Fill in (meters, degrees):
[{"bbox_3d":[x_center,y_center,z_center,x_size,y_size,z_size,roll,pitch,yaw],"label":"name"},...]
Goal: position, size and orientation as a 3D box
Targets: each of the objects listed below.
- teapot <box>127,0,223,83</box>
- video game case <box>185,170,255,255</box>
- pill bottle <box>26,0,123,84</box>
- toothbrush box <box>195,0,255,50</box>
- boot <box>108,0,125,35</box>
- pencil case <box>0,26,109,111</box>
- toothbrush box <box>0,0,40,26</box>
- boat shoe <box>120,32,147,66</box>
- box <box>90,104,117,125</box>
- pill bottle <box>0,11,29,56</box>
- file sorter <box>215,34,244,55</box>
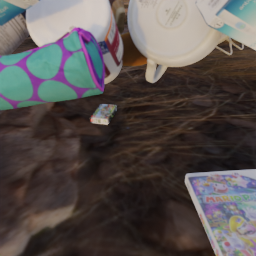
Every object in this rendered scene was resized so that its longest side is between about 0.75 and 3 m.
[{"bbox_3d":[1.184,-2.443,6.439,2.328,2.297,1.700,-14,4,24],"label":"teapot"},{"bbox_3d":[2.370,1.703,4.657,2.109,0.265,2.946,-3,29,-5],"label":"video game case"},{"bbox_3d":[-0.876,-1.769,5.771,1.444,1.444,2.529,3,-5,6],"label":"pill bottle"},{"bbox_3d":[2.079,-2.065,4.687,1.493,1.093,0.637,9,53,-35],"label":"toothbrush box"},{"bbox_3d":[-0.495,-3.659,8.874,0.502,1.388,1.155,-14,72,-22],"label":"boot"},{"bbox_3d":[-1.414,-0.852,4.292,2.173,1.004,0.925,-9,21,17],"label":"pencil case"},{"bbox_3d":[-1.854,-1.814,3.323,0.929,0.541,1.270,-11,-9,34],"label":"toothbrush box"},{"bbox_3d":[0.768,-2.433,8.043,2.733,0.962,0.961,-7,24,12],"label":"boat shoe"},{"bbox_3d":[-0.739,-0.433,8.579,0.558,0.176,1.014,6,30,11],"label":"box"},{"bbox_3d":[-2.893,-2.287,5.745,1.617,1.617,2.890,28,74,40],"label":"pill bottle"},{"bbox_3d":[3.310,-3.074,7.992,1.113,1.240,1.787,15,-24,-35],"label":"file sorter"}]
